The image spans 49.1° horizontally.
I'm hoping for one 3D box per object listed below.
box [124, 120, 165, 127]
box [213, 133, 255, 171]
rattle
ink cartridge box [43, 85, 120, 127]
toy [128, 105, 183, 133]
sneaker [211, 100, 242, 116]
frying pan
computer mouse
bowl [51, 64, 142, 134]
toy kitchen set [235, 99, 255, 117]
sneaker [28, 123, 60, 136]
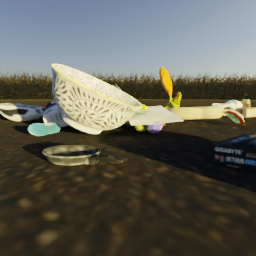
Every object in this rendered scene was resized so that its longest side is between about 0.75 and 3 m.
[{"bbox_3d":[0.491,-0.246,9.425,1.247,0.287,0.991,-2,7,-14],"label":"box"},{"bbox_3d":[2.178,0.366,4.358,1.446,0.333,1.149,-7,10,-44],"label":"box"},{"bbox_3d":[2.622,-1.126,9.961,2.916,2.083,1.899,-2,-13,39],"label":"rattle"},{"bbox_3d":[-1.426,-0.815,9.294,2.521,0.552,2.544,-15,19,-7],"label":"ink cartridge box"},{"bbox_3d":[0.582,-0.201,7.870,1.306,0.535,2.268,-6,17,-6],"label":"toy"},{"bbox_3d":[4.868,-0.874,13.334,1.920,0.720,0.832,-13,18,-28],"label":"sneaker"},{"bbox_3d":[-0.610,0.427,4.323,1.477,0.240,0.893,5,9,20],"label":"frying pan"},{"bbox_3d":[-3.602,-0.508,10.583,2.733,0.599,1.498,6,12,5],"label":"computer mouse"},{"bbox_3d":[-0.945,-0.568,6.936,2.386,1.120,2.386,25,12,-6],"label":"bowl"},{"bbox_3d":[5.238,-0.914,12.835,0.851,0.770,0.943,-6,9,-37],"label":"toy kitchen set"},{"bbox_3d":[-2.199,0.046,7.199,0.350,0.331,0.866,-8,-4,38],"label":"sneaker"}]
